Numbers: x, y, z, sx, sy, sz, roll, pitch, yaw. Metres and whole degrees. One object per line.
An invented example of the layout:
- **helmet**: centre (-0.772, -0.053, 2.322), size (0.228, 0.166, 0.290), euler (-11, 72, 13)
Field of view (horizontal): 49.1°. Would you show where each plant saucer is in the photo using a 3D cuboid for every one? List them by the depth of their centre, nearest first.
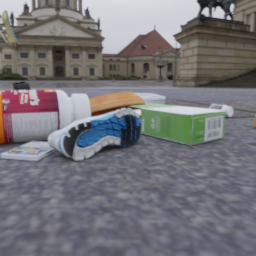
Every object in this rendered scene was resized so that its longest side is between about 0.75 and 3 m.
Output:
- **plant saucer**: centre (-0.834, -0.751, 10.162), size (2.894, 0.542, 2.894), euler (-12, -3, -1)

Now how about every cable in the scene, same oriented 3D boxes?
- **cable**: centre (0.785, -1.399, 14.923), size (2.373, 0.821, 2.372), euler (5, 5, 23)

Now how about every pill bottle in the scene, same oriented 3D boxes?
- **pill bottle**: centre (-2.428, -0.349, 7.827), size (2.562, 1.403, 1.403), euler (-4, 11, -21)
- **pill bottle**: centre (4.148, -0.760, 12.523), size (0.542, 0.542, 0.935), euler (-8, 14, -39)

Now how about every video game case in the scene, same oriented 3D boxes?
- **video game case**: centre (-2.212, 0.528, 6.605), size (0.897, 0.113, 1.253), euler (3, 10, 13)

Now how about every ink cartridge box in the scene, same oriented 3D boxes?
- **ink cartridge box**: centre (1.336, -0.206, 8.590), size (1.465, 0.837, 2.821), euler (-8, 13, -36)

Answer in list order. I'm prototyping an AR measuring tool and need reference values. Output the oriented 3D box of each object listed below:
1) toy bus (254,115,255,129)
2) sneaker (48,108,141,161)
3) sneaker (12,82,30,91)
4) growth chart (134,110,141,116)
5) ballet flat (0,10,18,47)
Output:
- **toy bus**: centre (5.092, -0.235, 9.459), size (1.505, 0.589, 0.490), euler (5, 10, 26)
- **sneaker**: centre (-0.769, 0.064, 6.936), size (1.156, 1.000, 2.668), euler (2, 9, 43)
- **sneaker**: centre (-5.474, -1.747, 15.182), size (1.076, 1.528, 2.877), euler (-2, 10, -9)
- **growth chart**: centre (0.879, -0.639, 12.763), size (1.805, 0.221, 2.494), euler (-9, 14, -40)
- **ballet flat**: centre (-4.156, -3.376, 9.530), size (0.468, 1.324, 0.468), euler (-18, -2, -1)
